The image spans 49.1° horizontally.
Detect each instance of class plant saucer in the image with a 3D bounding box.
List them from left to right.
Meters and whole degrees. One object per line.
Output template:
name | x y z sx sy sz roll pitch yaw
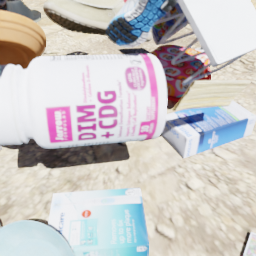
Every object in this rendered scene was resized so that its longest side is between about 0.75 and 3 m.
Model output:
plant saucer | -3.029 -1.596 5.971 2.574 0.482 2.574 -14 -6 -1
plant saucer | -1.458 2.283 4.253 1.768 1.768 0.340 13 -3 17

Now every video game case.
video game case | 1.509 -4.259 9.353 0.237 1.881 2.626 -26 1 -42
video game case | 2.417 2.453 4.897 0.809 0.102 1.130 21 42 26

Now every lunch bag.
lunch bag | 1.809 -2.055 10.145 2.441 1.135 2.771 21 41 26

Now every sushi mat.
sushi mat | 1.720 -0.663 5.672 1.680 0.804 0.102 -7 53 -32

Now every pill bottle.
pill bottle | -0.874 -0.469 4.992 2.816 1.596 1.596 -5 37 -11

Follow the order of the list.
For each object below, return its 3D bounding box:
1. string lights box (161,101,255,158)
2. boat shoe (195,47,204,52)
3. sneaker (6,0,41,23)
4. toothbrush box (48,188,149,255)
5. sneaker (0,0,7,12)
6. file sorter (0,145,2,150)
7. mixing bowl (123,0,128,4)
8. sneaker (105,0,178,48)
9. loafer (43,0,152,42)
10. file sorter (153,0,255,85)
string lights box | 2.217 -0.077 7.836 2.332 0.688 1.198 -16 39 -20
boat shoe | 3.464 -3.596 12.953 0.941 0.308 0.346 -22 41 -27
sneaker | -2.091 -2.406 5.703 0.345 0.490 0.923 16 36 12
toothbrush box | -0.554 1.854 5.177 1.731 0.738 1.267 -3 36 -2
sneaker | -3.163 -3.038 6.326 1.072 1.129 2.806 -37 18 -16
file sorter | -3.909 0.591 6.554 1.285 1.153 1.852 -8 37 -9
mixing bowl | -0.680 -3.812 8.234 2.167 1.173 2.167 12 8 -2
sneaker | 0.236 -1.818 4.197 0.592 1.578 0.684 28 57 -26
loafer | -0.593 -2.599 6.378 2.630 0.898 0.995 3 8 -33
file sorter | 1.910 -2.927 7.639 2.048 1.837 2.951 -25 85 -24
